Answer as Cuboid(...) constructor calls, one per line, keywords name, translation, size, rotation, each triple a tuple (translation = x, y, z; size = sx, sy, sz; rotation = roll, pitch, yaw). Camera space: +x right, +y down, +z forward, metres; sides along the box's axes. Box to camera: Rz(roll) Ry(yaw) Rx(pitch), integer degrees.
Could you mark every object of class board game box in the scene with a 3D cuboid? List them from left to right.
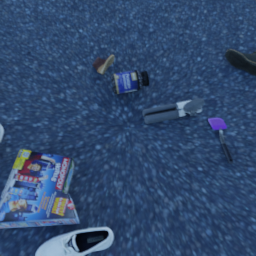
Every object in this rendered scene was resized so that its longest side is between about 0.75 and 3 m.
Cuboid(name="board game box", translation=(-2.662, 2.145, 9.084), size=(2.513, 0.776, 2.515), rotation=(10, 60, 4))

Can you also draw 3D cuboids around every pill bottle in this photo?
Cuboid(name="pill bottle", translation=(0.081, -1.875, 11.321), size=(1.458, 0.815, 0.815), rotation=(-11, 60, -3))

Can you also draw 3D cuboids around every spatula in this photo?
Cuboid(name="spatula", translation=(3.528, 0.432, 10.421), size=(0.573, 0.208, 2.027), rotation=(-7, 60, -4))

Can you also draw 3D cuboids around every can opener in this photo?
Cuboid(name="can opener", translation=(1.741, -0.749, 10.779), size=(2.347, 0.785, 0.626), rotation=(-11, 60, -7))

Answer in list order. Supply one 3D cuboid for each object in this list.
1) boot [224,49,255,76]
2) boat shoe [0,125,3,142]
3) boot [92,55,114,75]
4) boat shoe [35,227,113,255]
Cuboid(name="boot", translation=(5.238, -3.126, 12.330), size=(1.777, 0.688, 1.229), rotation=(35, 60, 4))
Cuboid(name="boat shoe", translation=(-5.088, 0.782, 9.846), size=(0.943, 0.837, 2.562), rotation=(-6, 60, -3))
Cuboid(name="boot", translation=(-1.089, -2.859, 12.010), size=(0.988, 0.357, 0.822), rotation=(-53, 56, 15))
Cuboid(name="boat shoe", translation=(-1.620, 3.439, 8.317), size=(2.382, 0.779, 0.876), rotation=(-18, 61, -10))
